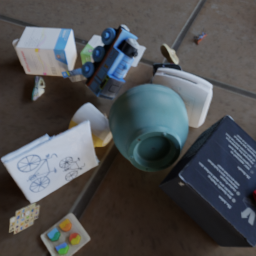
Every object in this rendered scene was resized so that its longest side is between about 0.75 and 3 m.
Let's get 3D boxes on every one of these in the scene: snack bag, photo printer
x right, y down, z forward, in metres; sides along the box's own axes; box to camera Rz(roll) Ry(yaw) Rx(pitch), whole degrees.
[{"bbox_3d":[-2.156,1.023,8.524,2.638,2.487,0.282,-29,55,-20],"label":"snack bag"},{"bbox_3d":[1.862,-1.089,10.001,2.072,2.490,0.865,22,70,16],"label":"photo printer"}]

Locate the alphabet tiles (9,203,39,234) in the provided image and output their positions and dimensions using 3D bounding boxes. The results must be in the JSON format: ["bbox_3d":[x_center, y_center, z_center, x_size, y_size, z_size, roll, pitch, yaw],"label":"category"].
[{"bbox_3d":[-3.029,2.649,8.198,0.031,0.810,0.974,27,25,29],"label":"alphabet tiles"}]

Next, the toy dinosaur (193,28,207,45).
[{"bbox_3d":[3.629,-4.510,13.969,0.738,0.427,0.813,-9,95,-25],"label":"toy dinosaur"}]

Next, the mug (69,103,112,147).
[{"bbox_3d":[-1.284,0.128,10.180,1.326,1.615,1.293,34,28,12],"label":"mug"}]

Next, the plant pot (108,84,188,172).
[{"bbox_3d":[0.715,0.226,8.753,2.636,2.636,1.766,-3,37,-2],"label":"plant pot"}]

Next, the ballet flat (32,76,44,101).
[{"bbox_3d":[-3.754,-1.676,11.759,0.470,0.470,1.307,-4,55,-3],"label":"ballet flat"}]

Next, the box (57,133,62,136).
[{"bbox_3d":[-2.697,1.182,9.360,1.896,0.973,0.898,-35,62,-22],"label":"box"}]

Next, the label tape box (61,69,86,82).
[{"bbox_3d":[-2.318,-2.212,11.898,0.924,0.306,0.662,-16,35,-16],"label":"label tape box"}]

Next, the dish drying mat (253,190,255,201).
[{"bbox_3d":[4.273,1.714,7.663,1.944,0.177,0.747,-19,75,-22],"label":"dish drying mat"}]

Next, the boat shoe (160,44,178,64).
[{"bbox_3d":[1.833,-3.246,12.300,0.455,1.261,0.410,12,64,48],"label":"boat shoe"}]

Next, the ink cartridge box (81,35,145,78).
[{"bbox_3d":[-0.634,-3.161,12.548,2.540,0.855,1.488,17,55,13],"label":"ink cartridge box"}]

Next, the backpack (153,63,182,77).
[{"bbox_3d":[1.664,-2.193,11.825,1.205,0.907,1.070,-3,54,6],"label":"backpack"}]

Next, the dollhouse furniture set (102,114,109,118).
[{"bbox_3d":[-0.249,-0.122,10.222,1.585,1.352,0.774,-2,96,1],"label":"dollhouse furniture set"}]

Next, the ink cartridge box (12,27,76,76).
[{"bbox_3d":[-3.640,-3.346,12.279,2.348,1.509,1.471,5,54,3],"label":"ink cartridge box"}]

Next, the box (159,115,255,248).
[{"bbox_3d":[2.826,1.556,8.256,2.616,1.562,2.660,44,63,4],"label":"box"}]

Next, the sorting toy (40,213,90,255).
[{"bbox_3d":[-1.878,3.257,8.331,1.141,0.208,1.056,-34,61,-22],"label":"sorting toy"}]

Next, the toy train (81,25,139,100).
[{"bbox_3d":[-0.638,-2.523,10.902,1.621,2.838,1.230,46,21,27],"label":"toy train"}]
